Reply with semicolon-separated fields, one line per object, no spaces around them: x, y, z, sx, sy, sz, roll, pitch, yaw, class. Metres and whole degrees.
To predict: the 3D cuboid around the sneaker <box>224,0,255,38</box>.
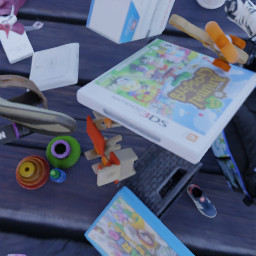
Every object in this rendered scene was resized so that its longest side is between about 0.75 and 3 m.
2.779;-2.735;6.755;1.052;0.645;1.616;28;41;-1;sneaker

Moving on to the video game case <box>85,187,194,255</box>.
0.093;2.682;6.317;2.025;2.830;0.252;43;49;11;video game case

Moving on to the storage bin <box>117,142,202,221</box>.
0.734;1.343;6.754;1.089;2.324;1.571;40;76;20;storage bin

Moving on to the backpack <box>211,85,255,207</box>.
3.212;0.232;7.243;2.324;1.866;2.539;-26;95;-6;backpack

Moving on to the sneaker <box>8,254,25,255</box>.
-1.465;2.105;3.611;0.430;1.068;0.472;14;102;-25;sneaker

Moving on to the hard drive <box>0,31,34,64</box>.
-3.661;-2.770;9.136;0.804;0.163;1.219;-25;76;-7;hard drive

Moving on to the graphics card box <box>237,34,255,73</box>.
2.634;-1.121;5.134;0.297;0.732;1.167;-35;60;-20;graphics card box

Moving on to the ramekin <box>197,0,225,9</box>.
2.862;-4.630;9.500;1.043;0.486;1.043;0;73;0;ramekin

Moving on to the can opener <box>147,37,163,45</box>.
0.816;-2.266;8.920;0.436;0.541;1.375;23;75;-34;can opener

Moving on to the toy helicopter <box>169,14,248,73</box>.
1.293;-1.411;4.504;1.416;0.937;0.559;28;106;-4;toy helicopter

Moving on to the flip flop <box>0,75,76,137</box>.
-2.248;-0.605;5.366;2.976;1.207;0.857;21;80;28;flip flop

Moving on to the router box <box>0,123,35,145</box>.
-2.831;0.176;6.175;1.434;1.069;0.366;-16;96;9;router box

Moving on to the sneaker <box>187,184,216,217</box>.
2.018;1.991;7.624;0.388;0.438;1.036;-39;78;-10;sneaker

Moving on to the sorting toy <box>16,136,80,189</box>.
-2.200;0.960;7.728;1.951;0.801;1.173;-38;77;-10;sorting toy

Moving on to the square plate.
-1.919;-1.576;7.124;1.345;0.193;1.358;-9;59;10;square plate

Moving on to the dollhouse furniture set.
-0.524;0.356;5.616;0.798;1.549;1.532;-15;44;-25;dollhouse furniture set

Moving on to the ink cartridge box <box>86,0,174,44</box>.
0.189;-2.458;5.248;0.781;1.353;1.865;30;33;16;ink cartridge box

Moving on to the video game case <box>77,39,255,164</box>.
0.761;-0.705;4.852;2.225;0.270;2.444;28;49;25;video game case

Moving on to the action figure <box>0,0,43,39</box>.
-2.514;-2.558;5.618;1.405;1.264;1.886;1;57;-3;action figure
